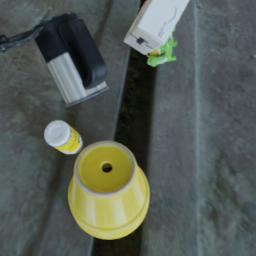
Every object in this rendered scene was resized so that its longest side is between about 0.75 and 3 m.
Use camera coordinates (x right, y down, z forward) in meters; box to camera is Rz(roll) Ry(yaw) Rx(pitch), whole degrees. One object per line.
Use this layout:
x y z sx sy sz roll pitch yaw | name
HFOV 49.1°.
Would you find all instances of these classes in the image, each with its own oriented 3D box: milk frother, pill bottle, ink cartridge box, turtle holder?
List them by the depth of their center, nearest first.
-1.677 0.313 7.552 0.683 1.228 0.683 -4 70 11 | pill bottle
-2.296 -1.905 8.727 2.809 2.535 2.642 -27 101 -11 | milk frother
0.883 -3.687 9.637 1.037 2.476 1.787 29 91 -14 | ink cartridge box
1.430 -3.639 12.832 1.417 1.516 1.996 2 85 15 | turtle holder

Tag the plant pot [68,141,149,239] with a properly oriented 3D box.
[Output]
-0.595 1.712 8.401 2.590 2.437 2.590 1 55 -1 | plant pot
